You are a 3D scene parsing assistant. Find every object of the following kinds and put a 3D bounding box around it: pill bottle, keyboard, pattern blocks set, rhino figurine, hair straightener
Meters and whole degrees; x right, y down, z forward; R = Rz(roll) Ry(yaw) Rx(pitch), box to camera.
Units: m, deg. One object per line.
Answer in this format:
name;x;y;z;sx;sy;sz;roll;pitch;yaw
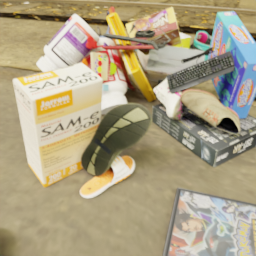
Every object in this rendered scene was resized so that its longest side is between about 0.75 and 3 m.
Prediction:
pill bottle;-0.821;-1.760;9.769;1.344;1.344;2.395;-12;79;-18
pill bottle;-1.934;-2.475;8.859;1.966;1.095;1.095;-45;40;6
keyboard;2.007;-1.760;8.078;1.914;0.197;1.216;-19;51;19
pattern blocks set;-0.899;-1.920;8.681;0.123;1.521;1.337;7;-3;44
rhino figurine;-1.504;-2.834;10.968;0.793;2.654;1.160;3;-16;43
hair straightener;0.231;-2.691;8.251;2.034;0.783;0.416;3;9;11

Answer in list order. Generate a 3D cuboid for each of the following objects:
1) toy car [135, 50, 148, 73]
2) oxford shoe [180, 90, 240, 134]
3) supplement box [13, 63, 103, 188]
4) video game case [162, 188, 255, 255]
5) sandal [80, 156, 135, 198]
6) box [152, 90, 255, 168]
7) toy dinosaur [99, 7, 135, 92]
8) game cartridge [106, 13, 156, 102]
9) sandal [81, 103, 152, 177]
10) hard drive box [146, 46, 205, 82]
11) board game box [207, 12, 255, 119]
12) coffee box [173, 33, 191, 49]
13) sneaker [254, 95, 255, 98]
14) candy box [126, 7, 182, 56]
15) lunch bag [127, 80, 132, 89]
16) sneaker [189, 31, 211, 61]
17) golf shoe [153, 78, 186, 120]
toy car;0.621;-3.346;13.405;1.626;1.560;1.764;-24;12;-17
oxford shoe;2.269;-0.437;7.559;1.871;0.659;0.700;25;30;-8
supplement box;-1.600;-0.027;6.821;1.694;2.689;0.989;-24;48;-31
video game case;1.864;2.323;5.520;2.199;0.310;2.433;9;35;14
sandal;-0.497;1.119;7.027;0.649;0.485;1.693;24;45;40
box;2.509;-0.150;8.925;2.301;0.625;2.873;-20;39;-27
toy dinosaur;-0.516;-3.242;11.113;2.981;2.705;1.565;23;16;11
game cartridge;0.210;-2.379;10.018;0.439;2.708;2.387;-25;70;12
sandal;-0.341;0.244;6.639;0.944;2.378;0.678;47;34;5
hard drive box;1.651;-2.195;10.185;1.815;0.894;2.329;10;1;5
board game box;3.175;-1.951;8.620;0.611;2.067;2.718;-4;48;-1
coffee box;2.115;-3.922;13.919;1.347;1.345;1.332;-19;38;-26
sneaker;5.357;-1.724;11.253;0.937;0.856;2.316;20;31;38
candy box;1.010;-3.275;9.845;1.550;0.750;2.656;-16;4;14
lunch bag;-0.251;-1.920;11.560;0.776;0.299;0.622;10;38;-39
sneaker;3.335;-4.062;13.958;1.064;1.537;2.546;-22;40;-30
golf shoe;1.297;-0.932;8.782;1.059;0.835;2.299;7;30;7
